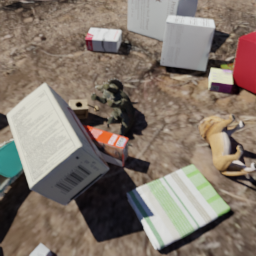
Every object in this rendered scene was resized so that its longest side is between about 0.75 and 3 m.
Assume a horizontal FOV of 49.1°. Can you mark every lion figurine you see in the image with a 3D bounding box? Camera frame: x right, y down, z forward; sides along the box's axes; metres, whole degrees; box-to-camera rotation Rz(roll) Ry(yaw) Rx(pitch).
[{"bbox_3d":[2.679,0.538,7.970,0.834,1.410,2.302,23,53,-27],"label":"lion figurine"}]

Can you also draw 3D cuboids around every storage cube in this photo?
[{"bbox_3d":[5.146,-2.346,10.028,1.828,2.139,1.923,-29,46,-25],"label":"storage cube"}]

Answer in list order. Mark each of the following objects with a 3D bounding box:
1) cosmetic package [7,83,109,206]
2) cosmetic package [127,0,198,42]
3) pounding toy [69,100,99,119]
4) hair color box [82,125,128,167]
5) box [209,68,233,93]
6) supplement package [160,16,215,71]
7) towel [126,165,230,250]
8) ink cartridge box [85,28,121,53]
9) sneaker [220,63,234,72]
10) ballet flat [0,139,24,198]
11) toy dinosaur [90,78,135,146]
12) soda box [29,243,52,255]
[{"bbox_3d":[-1.874,0.311,7.118,1.489,1.257,2.881,-40,47,2],"label":"cosmetic package"},{"bbox_3d":[1.617,-5.625,13.092,2.605,2.180,2.166,26,51,23],"label":"cosmetic package"},{"bbox_3d":[-1.440,-0.706,9.183,0.950,0.835,0.435,-4,62,-17],"label":"pounding toy"},{"bbox_3d":[-0.748,0.515,8.078,1.467,0.814,0.469,15,46,15],"label":"hair color box"},{"bbox_3d":[3.482,-1.788,10.588,0.780,0.429,0.887,8,47,8],"label":"box"},{"bbox_3d":[2.325,-3.375,11.097,1.793,1.715,1.319,10,34,8],"label":"supplement package"},{"bbox_3d":[1.239,1.936,7.123,2.174,0.334,1.622,-18,51,-20],"label":"towel"},{"bbox_3d":[-1.079,-3.930,12.545,1.436,0.599,1.043,7,46,7],"label":"ink cartridge box"},{"bbox_3d":[4.215,-2.478,11.250,0.986,0.445,0.385,6,48,8],"label":"sneaker"},{"bbox_3d":[-3.517,1.339,7.247,0.971,0.971,2.705,14,45,14],"label":"ballet flat"},{"bbox_3d":[-0.292,-0.753,9.111,1.415,1.065,2.767,-3,50,-50],"label":"toy dinosaur"},{"bbox_3d":[-2.085,2.980,6.063,0.300,0.279,0.879,28,52,23],"label":"soda box"}]
